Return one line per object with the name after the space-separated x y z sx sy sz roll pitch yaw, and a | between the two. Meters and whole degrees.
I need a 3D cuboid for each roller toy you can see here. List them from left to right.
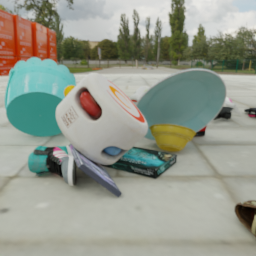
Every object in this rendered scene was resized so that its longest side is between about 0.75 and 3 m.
-0.669 -0.186 6.667 2.127 1.486 1.940 43 14 -17 | roller toy
0.502 -0.785 8.901 0.903 0.990 0.692 22 58 44 | roller toy

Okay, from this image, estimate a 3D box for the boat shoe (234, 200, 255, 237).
2.069 1.496 4.023 0.608 0.607 1.644 9 2 -7 | boat shoe

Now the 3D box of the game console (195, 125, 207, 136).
1.899 -0.223 10.059 1.670 0.991 1.439 0 16 1 | game console

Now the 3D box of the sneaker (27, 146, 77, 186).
-1.741 0.835 6.394 1.055 0.731 1.748 -3 13 -15 | sneaker

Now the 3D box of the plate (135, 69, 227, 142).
1.498 -0.642 8.402 2.943 2.943 0.376 -4 48 -16 | plate

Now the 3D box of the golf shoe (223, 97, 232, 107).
4.174 -1.215 14.731 2.433 0.916 1.113 8 31 39 | golf shoe

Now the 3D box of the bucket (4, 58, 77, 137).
-2.985 -0.964 9.696 2.510 2.510 1.633 -2 48 -8 | bucket

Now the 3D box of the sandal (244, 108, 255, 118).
6.016 -0.684 13.292 0.765 0.459 2.038 9 2 9 | sandal

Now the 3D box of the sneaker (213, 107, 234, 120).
4.165 -0.627 12.261 0.799 0.460 1.533 23 30 13 | sneaker

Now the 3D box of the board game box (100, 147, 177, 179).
0.178 0.820 7.422 1.882 0.265 1.273 9 17 30 | board game box

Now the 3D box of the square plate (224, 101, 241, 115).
5.028 -0.951 13.551 0.109 0.765 0.758 -44 27 -4 | square plate

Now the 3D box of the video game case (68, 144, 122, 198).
-0.759 0.868 6.073 1.071 0.142 1.499 42 -2 -23 | video game case

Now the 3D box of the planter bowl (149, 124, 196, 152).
1.255 0.355 8.204 1.377 0.574 1.377 10 -14 3 | planter bowl
